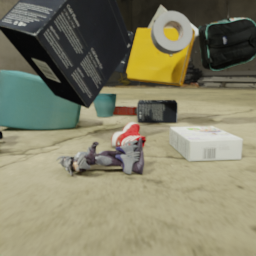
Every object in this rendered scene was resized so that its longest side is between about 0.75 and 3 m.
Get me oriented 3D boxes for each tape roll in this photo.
[{"bbox_3d":[1.336,-2.928,8.686,1.237,1.237,0.409,-2,-3,-9],"label":"tape roll"}]

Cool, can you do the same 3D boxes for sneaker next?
[{"bbox_3d":[0.204,0.294,7.893,0.841,0.570,1.455,14,28,24],"label":"sneaker"}]

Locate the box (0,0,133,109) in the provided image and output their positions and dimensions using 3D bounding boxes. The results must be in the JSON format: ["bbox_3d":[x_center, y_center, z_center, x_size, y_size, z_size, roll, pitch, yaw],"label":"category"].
[{"bbox_3d":[-1.395,-2.369,7.332,1.417,2.478,2.721,23,-21,29],"label":"box"}]

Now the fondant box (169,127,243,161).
[{"bbox_3d":[1.905,0.358,7.224,1.285,0.519,1.781,-1,11,-6],"label":"fondant box"}]

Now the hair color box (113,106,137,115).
[{"bbox_3d":[-0.086,-0.889,14.314,1.346,0.412,0.683,3,10,12],"label":"hair color box"}]

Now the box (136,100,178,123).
[{"bbox_3d":[1.257,-0.735,12.140,1.692,0.883,1.252,1,10,6],"label":"box"}]

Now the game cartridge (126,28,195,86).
[{"bbox_3d":[1.171,-2.758,10.717,2.401,2.117,0.390,13,-2,33],"label":"game cartridge"}]

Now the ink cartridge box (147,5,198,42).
[{"bbox_3d":[1.734,-3.787,11.169,0.431,1.822,1.459,-44,-5,-37],"label":"ink cartridge box"}]

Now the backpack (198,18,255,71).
[{"bbox_3d":[3.421,-2.919,9.656,1.864,1.639,1.429,-13,17,3],"label":"backpack"}]

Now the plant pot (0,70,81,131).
[{"bbox_3d":[-3.195,-0.929,10.582,2.765,1.953,1.954,10,10,-4],"label":"plant pot"}]

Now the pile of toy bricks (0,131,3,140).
[{"bbox_3d":[-4.159,0.170,7.423,1.099,1.235,2.227,-31,35,-10],"label":"pile of toy bricks"}]

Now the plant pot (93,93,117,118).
[{"bbox_3d":[-1.118,-1.083,13.482,1.168,1.098,1.168,-1,10,0],"label":"plant pot"}]

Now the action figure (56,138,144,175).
[{"bbox_3d":[-0.574,0.606,5.708,1.777,0.616,1.156,-4,17,0],"label":"action figure"}]

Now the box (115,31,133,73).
[{"bbox_3d":[-0.745,-3.374,11.990,1.563,1.717,0.894,14,13,2],"label":"box"}]
